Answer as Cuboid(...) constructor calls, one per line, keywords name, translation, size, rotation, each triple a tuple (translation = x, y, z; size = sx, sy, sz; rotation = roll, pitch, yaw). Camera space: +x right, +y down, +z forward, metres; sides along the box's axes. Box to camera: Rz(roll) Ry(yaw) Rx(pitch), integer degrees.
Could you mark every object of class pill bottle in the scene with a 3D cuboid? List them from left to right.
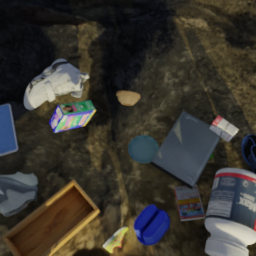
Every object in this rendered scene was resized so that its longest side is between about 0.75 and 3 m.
Cuboid(name="pill bottle", translation=(3.499, 2.927, 9.338), size=(1.664, 1.664, 2.783), rotation=(17, 65, 9))

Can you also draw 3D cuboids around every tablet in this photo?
Cuboid(name="tablet", translation=(-5.579, 0.145, 11.774), size=(1.570, 0.165, 2.413), rotation=(-17, 63, -10))

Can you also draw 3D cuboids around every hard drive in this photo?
Cuboid(name="hard drive", translation=(2.251, 0.776, 10.691), size=(1.773, 0.418, 2.541), rotation=(31, 67, 11))

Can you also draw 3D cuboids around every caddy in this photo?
Cuboid(name="caddy", translation=(0.821, 3.361, 9.690), size=(0.962, 0.714, 1.361), rotation=(26, 62, 40))

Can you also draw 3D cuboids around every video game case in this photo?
Cuboid(name="video game case", translation=(2.245, 2.748, 10.330), size=(0.885, 0.108, 1.237), rotation=(-6, 59, -3))

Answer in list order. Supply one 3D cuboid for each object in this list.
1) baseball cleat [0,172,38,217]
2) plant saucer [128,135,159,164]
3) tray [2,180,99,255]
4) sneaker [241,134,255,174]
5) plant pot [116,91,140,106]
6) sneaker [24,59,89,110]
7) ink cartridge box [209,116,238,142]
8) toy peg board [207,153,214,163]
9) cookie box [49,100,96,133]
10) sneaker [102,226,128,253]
Cuboid(name="baseball cleat", translation=(-4.806, 2.383, 10.024), size=(2.992, 1.043, 1.592), rotation=(-6, 61, -2))
Cuboid(name="plant saucer", translation=(0.619, 0.886, 11.359), size=(1.246, 0.171, 1.246), rotation=(0, 61, -1))
Cuboid(name="tray", translation=(-2.616, 3.364, 9.769), size=(2.985, 0.553, 1.472), rotation=(-38, 67, -20))
Cuboid(name="sneaker", translation=(5.097, 1.369, 10.555), size=(0.981, 1.089, 2.796), rotation=(-5, 61, -2))
Cuboid(name="plant pot", translation=(-0.013, -1.048, 10.237), size=(0.886, 0.886, 0.409), rotation=(7, 85, 4))
Cuboid(name="sneaker", translation=(-3.085, -1.746, 12.270), size=(1.709, 1.117, 2.973), rotation=(25, 60, 17))
Cuboid(name="ink cartridge box", translation=(3.567, 0.043, 10.477), size=(0.865, 0.634, 0.358), rotation=(40, 69, 18))
Cuboid(name="toy peg board", translation=(2.922, 0.885, 11.189), size=(0.947, 0.465, 0.951), rotation=(-3, 60, -2))
Cuboid(name="cookie box", translation=(-1.978, -0.415, 9.956), size=(1.310, 1.120, 0.492), rotation=(-15, 68, -40))
Cuboid(name="sneaker", translation=(-0.349, 3.828, 9.622), size=(1.070, 0.418, 0.483), rotation=(-41, 77, -14))
